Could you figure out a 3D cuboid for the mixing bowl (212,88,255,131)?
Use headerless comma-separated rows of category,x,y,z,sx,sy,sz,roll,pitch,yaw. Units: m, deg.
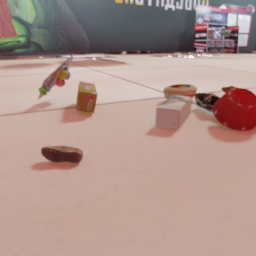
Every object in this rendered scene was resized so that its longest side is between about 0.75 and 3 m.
mixing bowl,3.657,-0.745,9.197,1.569,0.850,1.569,2,46,-2

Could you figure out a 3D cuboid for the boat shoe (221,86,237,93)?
boat shoe,4.324,-1.639,11.851,0.965,0.346,0.365,2,42,-33

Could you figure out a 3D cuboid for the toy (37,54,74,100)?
toy,-3.084,-2.192,12.622,0.555,1.353,2.351,38,49,-1

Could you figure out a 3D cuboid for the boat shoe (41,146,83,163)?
boat shoe,-1.607,0.626,6.882,1.043,0.395,0.374,11,22,2

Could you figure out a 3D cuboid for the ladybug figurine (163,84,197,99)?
ladybug figurine,2.386,-1.575,12.790,1.907,0.686,1.294,-15,24,-38

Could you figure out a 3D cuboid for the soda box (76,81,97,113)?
soda box,-1.723,-1.312,11.512,0.718,0.759,2.242,9,17,-12

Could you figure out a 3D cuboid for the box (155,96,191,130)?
box,1.646,-0.595,9.927,0.838,0.697,2.040,7,20,20

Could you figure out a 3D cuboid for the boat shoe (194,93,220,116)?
boat shoe,3.146,-0.967,10.746,0.708,0.637,2.002,-33,20,-10
